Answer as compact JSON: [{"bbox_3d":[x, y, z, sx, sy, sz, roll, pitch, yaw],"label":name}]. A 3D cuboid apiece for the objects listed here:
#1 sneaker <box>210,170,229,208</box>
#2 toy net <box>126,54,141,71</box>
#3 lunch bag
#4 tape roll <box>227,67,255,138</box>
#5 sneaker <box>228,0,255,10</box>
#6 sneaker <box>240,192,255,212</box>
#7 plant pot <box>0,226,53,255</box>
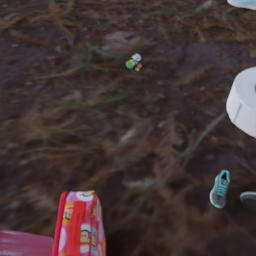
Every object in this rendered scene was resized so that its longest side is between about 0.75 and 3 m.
[{"bbox_3d":[2.016,1.292,6.088,0.347,0.408,0.894,14,50,12],"label":"sneaker"},{"bbox_3d":[0.266,-2.263,9.456,0.480,0.177,0.915,13,49,11],"label":"toy net"},{"bbox_3d":[-0.802,2.028,4.581,0.766,1.648,1.871,0,48,-1],"label":"lunch bag"},{"bbox_3d":[3.911,-0.678,7.595,2.301,0.805,2.301,0,48,0],"label":"tape roll"},{"bbox_3d":[5.163,-5.607,12.175,1.520,0.623,0.562,16,49,14],"label":"sneaker"},{"bbox_3d":[2.791,1.747,5.669,1.090,0.408,0.579,22,49,17],"label":"sneaker"},{"bbox_3d":[-1.906,2.320,4.621,1.249,1.396,1.396,3,46,-15],"label":"plant pot"}]
